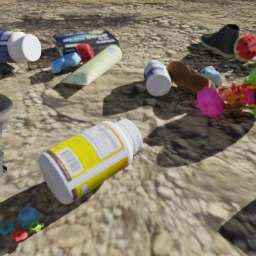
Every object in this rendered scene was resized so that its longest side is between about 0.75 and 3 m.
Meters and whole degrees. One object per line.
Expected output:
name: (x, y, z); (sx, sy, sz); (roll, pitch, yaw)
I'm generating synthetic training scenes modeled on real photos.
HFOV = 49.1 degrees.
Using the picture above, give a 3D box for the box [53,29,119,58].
box: (-1.922, -3.815, 12.686); (2.566, 0.590, 2.040); (-13, 38, -17)

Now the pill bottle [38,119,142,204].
pill bottle: (-0.721, 0.599, 5.941); (2.081, 1.137, 1.137); (-29, 45, -29)

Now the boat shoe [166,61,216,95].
boat shoe: (2.147, -1.612, 9.629); (0.760, 0.761, 2.163); (22, 20, -43)

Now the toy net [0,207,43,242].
toy net: (-2.265, 1.915, 5.066); (1.373, 0.265, 0.720); (-20, 43, -23)

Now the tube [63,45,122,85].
tube: (-1.222, -2.300, 10.612); (0.723, 0.808, 2.786); (46, 46, -6)

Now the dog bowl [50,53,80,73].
dog bowl: (-2.440, -2.512, 10.760); (1.199, 0.297, 0.669); (-24, 32, 5)

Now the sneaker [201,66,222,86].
sneaker: (2.986, -1.803, 10.120); (0.511, 0.461, 1.247); (-18, 33, 4)

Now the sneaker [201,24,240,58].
sneaker: (4.191, -4.164, 12.603); (0.887, 1.260, 2.372); (-14, 38, -18)

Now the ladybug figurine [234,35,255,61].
ladybug figurine: (4.986, -3.349, 11.631); (1.562, 1.060, 0.562); (-33, 14, -30)

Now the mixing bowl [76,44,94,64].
mixing bowl: (-1.678, -3.014, 11.229); (0.470, 0.867, 0.867); (-19, 35, 9)

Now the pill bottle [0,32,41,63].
pill bottle: (-4.586, -3.189, 11.115); (2.071, 1.198, 1.198); (9, 36, 25)

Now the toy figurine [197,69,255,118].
toy figurine: (2.912, -0.922, 8.349); (1.758, 1.434, 1.911); (-8, 14, 5)

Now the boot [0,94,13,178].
boot: (-3.086, 0.691, 4.905); (0.918, 2.308, 2.651); (33, 31, 16)

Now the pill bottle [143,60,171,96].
pill bottle: (0.963, -1.785, 9.696); (0.816, 0.816, 1.469); (-2, 35, -2)
